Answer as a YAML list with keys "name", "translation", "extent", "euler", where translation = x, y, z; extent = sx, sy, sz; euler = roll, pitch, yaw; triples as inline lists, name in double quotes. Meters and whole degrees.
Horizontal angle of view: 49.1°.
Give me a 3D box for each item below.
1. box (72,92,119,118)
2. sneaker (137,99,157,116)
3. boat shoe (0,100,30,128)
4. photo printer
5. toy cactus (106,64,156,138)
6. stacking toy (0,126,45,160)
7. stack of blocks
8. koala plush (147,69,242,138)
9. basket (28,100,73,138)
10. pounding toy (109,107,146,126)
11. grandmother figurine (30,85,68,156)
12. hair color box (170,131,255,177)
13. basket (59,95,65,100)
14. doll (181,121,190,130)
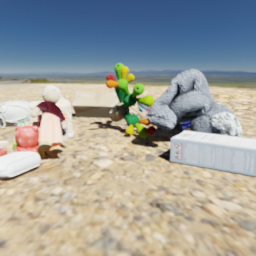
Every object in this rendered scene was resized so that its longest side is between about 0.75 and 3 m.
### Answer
- name: "box"
  translation: [-1.493, -1.124, 13.767]
  extent: [2.202, 0.856, 1.046]
  euler: [1, 49, 10]
- name: "sneaker"
  translation: [1.823, -1.031, 11.840]
  extent: [2.893, 1.382, 1.147]
  euler: [14, 23, 16]
- name: "boat shoe"
  translation: [-5.235, -0.548, 11.177]
  extent: [2.880, 1.064, 1.228]
  euler: [-2, 8, -8]
- name: "photo printer"
  translation: [-2.664, 0.840, 6.316]
  extent: [0.878, 0.366, 1.055]
  euler: [-3, 10, 27]
- name: "toy cactus"
  translation: [-0.132, -0.781, 10.227]
  extent: [1.493, 2.920, 2.409]
  euler: [-25, -10, -31]
- name: "stacking toy"
  translation: [-3.356, 0.287, 7.842]
  extent: [2.109, 0.891, 1.909]
  euler: [-1, 12, -7]
- name: "stack of blocks"
  translation: [-2.495, 0.018, 8.126]
  extent: [1.405, 0.809, 0.411]
  euler: [-3, 0, -27]
- name: "koala plush"
  translation: [2.267, -0.338, 8.443]
  extent: [2.474, 2.273, 2.194]
  euler: [35, 0, 21]
- name: "basket"
  translation: [-2.793, -0.324, 10.052]
  extent: [1.507, 1.212, 1.494]
  euler: [-5, 14, -15]
- name: "pounding toy"
  translation: [0.037, -0.692, 12.158]
  extent: [1.805, 1.036, 1.032]
  euler: [5, 17, 26]
- name: "grandmother figurine"
  translation: [-2.075, -0.279, 7.611]
  extent: [0.607, 2.004, 1.215]
  euler: [-18, -30, 17]
- name: "hair color box"
  translation: [2.237, 0.584, 7.002]
  extent: [2.137, 0.648, 1.058]
  euler: [8, 14, 30]
- name: "basket"
  translation: [-3.282, -0.940, 12.720]
  extent: [0.919, 0.739, 0.910]
  euler: [-45, 1, -27]
- name: "doll"
  translation: [2.559, -0.295, 10.646]
  extent: [1.501, 1.024, 0.364]
  euler: [-14, 47, -13]
